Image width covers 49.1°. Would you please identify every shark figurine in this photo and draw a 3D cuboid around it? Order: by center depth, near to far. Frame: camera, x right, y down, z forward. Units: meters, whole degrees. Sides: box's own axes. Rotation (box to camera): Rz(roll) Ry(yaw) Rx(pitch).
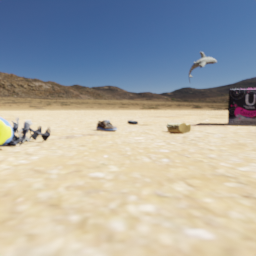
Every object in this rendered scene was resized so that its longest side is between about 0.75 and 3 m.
[{"bbox_3d":[2.842,-2.444,11.226,1.331,0.795,0.555,-36,34,20],"label":"shark figurine"}]

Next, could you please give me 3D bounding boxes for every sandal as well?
[{"bbox_3d":[-3.107,0.053,5.402,1.964,0.780,0.855,2,1,10],"label":"sandal"}]

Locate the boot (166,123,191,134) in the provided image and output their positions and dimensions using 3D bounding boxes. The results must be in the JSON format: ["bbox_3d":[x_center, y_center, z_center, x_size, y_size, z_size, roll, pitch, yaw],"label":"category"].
[{"bbox_3d":[1.479,-0.013,8.656,0.694,0.325,0.893,3,4,32],"label":"boot"}]

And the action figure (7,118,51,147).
[{"bbox_3d":[-2.279,0.077,5.979,0.694,0.596,1.168,16,11,32],"label":"action figure"}]

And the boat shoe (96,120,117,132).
[{"bbox_3d":[-0.740,-0.081,9.246,0.366,0.366,1.012,-4,6,-44],"label":"boat shoe"}]

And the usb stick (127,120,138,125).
[{"bbox_3d":[0.199,-0.250,12.710,0.278,0.163,1.002,-1,5,-15],"label":"usb stick"}]

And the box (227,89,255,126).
[{"bbox_3d":[5.718,-0.892,11.875,2.713,1.557,1.793,2,5,23],"label":"box"}]
